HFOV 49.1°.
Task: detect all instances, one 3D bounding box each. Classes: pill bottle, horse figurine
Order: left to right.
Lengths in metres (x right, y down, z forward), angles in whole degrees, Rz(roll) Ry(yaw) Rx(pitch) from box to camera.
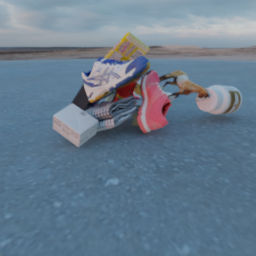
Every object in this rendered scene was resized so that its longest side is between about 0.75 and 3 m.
[{"bbox_3d":[2.093,-1.805,11.841,1.681,0.633,2.537,-23,40,-2],"label":"horse figurine"},{"bbox_3d":[3.922,-1.213,12.123,1.242,1.242,2.172,17,15,42],"label":"pill bottle"}]

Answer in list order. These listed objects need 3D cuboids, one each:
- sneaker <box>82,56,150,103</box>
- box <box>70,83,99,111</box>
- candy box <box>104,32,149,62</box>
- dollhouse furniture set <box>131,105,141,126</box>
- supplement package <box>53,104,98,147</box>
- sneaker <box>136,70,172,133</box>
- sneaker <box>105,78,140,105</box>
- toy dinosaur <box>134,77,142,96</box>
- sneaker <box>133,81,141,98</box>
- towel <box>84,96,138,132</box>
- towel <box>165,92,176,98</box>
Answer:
[{"bbox_3d":[-0.586,-1.825,9.195,2.856,1.259,1.075,-21,3,40],"label":"sneaker"},{"bbox_3d":[-1.403,-1.432,11.079,0.649,1.645,1.161,41,22,9],"label":"box"},{"bbox_3d":[-0.306,-2.748,11.329,1.130,2.212,0.292,27,38,-34],"label":"candy box"},{"bbox_3d":[0.597,-0.489,11.879,1.105,0.838,1.261,5,1,16],"label":"dollhouse furniture set"},{"bbox_3d":[-1.779,-0.101,9.455,1.192,0.661,0.928,34,46,16],"label":"supplement package"},{"bbox_3d":[1.154,-1.081,10.860,1.202,2.772,1.022,-8,-32,27],"label":"sneaker"},{"bbox_3d":[-0.002,-1.347,11.640,1.122,1.237,2.913,-27,-14,-28],"label":"sneaker"},{"bbox_3d":[0.693,-1.768,13.427,2.068,1.098,0.625,35,7,31],"label":"toy dinosaur"},{"bbox_3d":[0.399,-2.384,17.087,0.906,0.983,2.228,3,18,10],"label":"sneaker"},{"bbox_3d":[-0.741,-0.556,10.555,1.702,0.879,2.055,-15,12,33],"label":"towel"},{"bbox_3d":[2.077,-2.015,17.215,1.297,0.219,1.358,-11,20,-31],"label":"towel"}]
